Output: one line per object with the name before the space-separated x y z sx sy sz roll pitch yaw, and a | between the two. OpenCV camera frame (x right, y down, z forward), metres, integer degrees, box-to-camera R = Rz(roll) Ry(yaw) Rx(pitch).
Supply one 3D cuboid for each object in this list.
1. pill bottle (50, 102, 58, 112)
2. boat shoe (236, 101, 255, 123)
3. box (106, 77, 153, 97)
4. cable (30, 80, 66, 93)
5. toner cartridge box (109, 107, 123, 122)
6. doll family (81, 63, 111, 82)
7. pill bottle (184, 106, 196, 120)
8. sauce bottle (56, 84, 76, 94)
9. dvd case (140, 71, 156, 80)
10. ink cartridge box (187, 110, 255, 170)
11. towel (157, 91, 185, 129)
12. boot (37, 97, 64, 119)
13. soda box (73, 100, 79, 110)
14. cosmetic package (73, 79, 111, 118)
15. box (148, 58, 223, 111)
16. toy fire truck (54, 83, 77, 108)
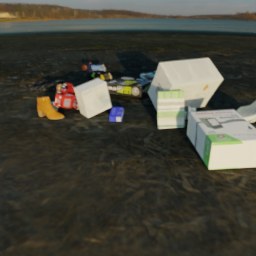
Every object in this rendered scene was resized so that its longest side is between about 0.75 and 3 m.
pill bottle | -3.659 -0.975 12.720 0.858 0.467 0.467 6 25 14
boat shoe | 5.059 -0.521 11.412 2.089 0.697 0.768 -22 39 -30
box | 0.183 -2.242 15.056 1.977 0.546 2.468 11 21 20
cable | -4.656 -2.435 15.822 1.679 0.523 2.057 22 33 40
toner cartridge box | -0.500 -0.590 12.154 0.522 0.237 1.099 3 25 3
doll family | -1.812 -2.965 16.065 1.380 0.937 2.388 -9 37 -22
pill bottle | 2.336 -0.646 11.891 1.001 0.570 0.570 5 25 10
sauce bottle | -3.103 -2.076 15.068 1.426 0.471 0.471 4 25 0
dvd case | 1.861 -3.389 17.923 1.948 0.214 1.422 -12 24 -11
ink cartridge box | 3.119 0.300 9.270 1.718 0.992 2.361 -3 26 -5
towel | 1.678 -0.699 10.916 1.103 1.478 0.227 -3 12 -8
boot | -3.343 -0.873 11.939 1.261 0.903 0.444 8 21 16
soda box | -2.470 -1.113 13.211 0.264 0.292 0.833 -11 27 -33
cosmetic package | -1.531 -1.306 12.231 1.254 1.258 0.773 -28 35 -25
box | 2.456 -1.846 12.402 2.546 1.939 1.354 -10 59 -22
toy fire truck | -2.299 -1.499 13.065 1.766 0.611 2.505 12 25 -4
